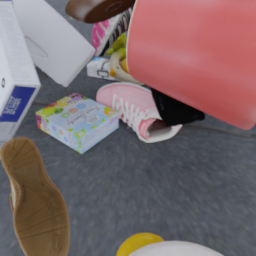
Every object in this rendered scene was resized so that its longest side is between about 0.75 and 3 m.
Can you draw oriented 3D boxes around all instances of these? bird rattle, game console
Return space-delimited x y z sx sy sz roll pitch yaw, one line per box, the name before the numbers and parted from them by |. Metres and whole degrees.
bird rattle | 0.201 -2.459 10.840 2.599 1.464 2.119 22 58 -18
game console | 1.894 -1.063 6.522 2.800 0.337 1.651 -12 81 -7

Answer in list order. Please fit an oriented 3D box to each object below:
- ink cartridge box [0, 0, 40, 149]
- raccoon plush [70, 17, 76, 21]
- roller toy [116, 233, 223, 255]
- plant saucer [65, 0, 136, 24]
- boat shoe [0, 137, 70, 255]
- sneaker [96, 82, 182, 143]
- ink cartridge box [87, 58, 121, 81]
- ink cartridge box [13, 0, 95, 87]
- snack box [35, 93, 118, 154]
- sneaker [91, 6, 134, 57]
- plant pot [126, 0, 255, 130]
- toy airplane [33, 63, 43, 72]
ink cartridge box | -2.592 -1.004 5.348 0.506 2.489 2.494 -1 57 -41
raccoon plush | -1.352 -4.065 8.561 0.669 1.383 0.926 4 -8 -27
roller toy | 0.653 2.695 3.430 2.262 1.733 2.480 11 38 15
plant saucer | -0.326 -2.453 5.378 1.799 0.329 1.799 -24 7 3
boat shoe | -1.391 1.102 4.155 0.713 0.712 1.977 -19 63 -25
sneaker | 0.211 -0.463 8.131 2.889 1.087 1.510 15 34 13
ink cartridge box | -0.791 -2.337 11.129 1.463 0.496 0.849 12 39 16
ink cartridge box | -2.182 -2.525 7.673 1.260 2.188 2.998 -48 24 7
snack box | -1.474 -0.227 8.219 1.878 0.635 1.584 26 44 28
sneaker | -0.118 -3.062 7.903 1.174 2.684 0.990 10 40 -34
plant pot | 1.415 -1.545 5.163 2.412 2.726 2.726 17 40 15
toy airplane | -3.452 -2.743 10.947 2.503 1.766 2.492 -36 11 -27
